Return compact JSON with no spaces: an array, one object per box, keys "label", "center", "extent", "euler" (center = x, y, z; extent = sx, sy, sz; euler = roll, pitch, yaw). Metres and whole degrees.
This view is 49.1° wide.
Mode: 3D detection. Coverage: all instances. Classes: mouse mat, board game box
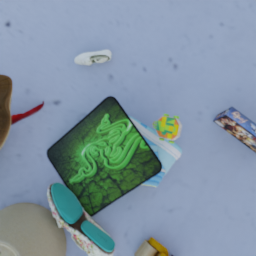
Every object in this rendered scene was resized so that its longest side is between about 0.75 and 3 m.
[{"label":"mouse mat","center":[-0.795,0.875,7.603],"extent":[2.938,0.111,2.364],"euler":[-38,83,24]},{"label":"board game box","center":[3.323,0.137,7.838],"extent":[1.732,1.173,0.300],"euler":[37,84,5]}]

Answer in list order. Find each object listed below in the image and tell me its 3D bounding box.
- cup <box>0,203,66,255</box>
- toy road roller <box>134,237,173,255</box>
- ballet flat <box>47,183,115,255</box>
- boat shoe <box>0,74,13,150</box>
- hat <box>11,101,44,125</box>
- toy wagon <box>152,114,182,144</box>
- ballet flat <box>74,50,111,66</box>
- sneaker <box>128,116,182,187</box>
[{"label":"cup","center":[-3.006,3.290,7.155],"extent":[2.479,1.773,2.479],"euler":[0,83,1]},{"label":"toy road roller","center":[0.840,3.699,7.502],"extent":[1.335,0.974,0.820],"euler":[38,85,4]},{"label":"ballet flat","center":[-1.457,2.692,7.726],"extent":[2.584,0.977,0.826],"euler":[46,118,9]},{"label":"boat shoe","center":[-3.229,-0.084,6.569],"extent":[0.987,0.984,2.735],"euler":[3,47,-17]},{"label":"hat","center":[-4.034,0.565,8.261],"extent":[2.623,2.309,2.173],"euler":[-17,82,36]},{"label":"toy wagon","center":[0.945,-0.006,7.145],"extent":[0.897,0.177,0.696],"euler":[15,97,41]},{"label":"ballet flat","center":[-1.047,-2.075,8.423],"extent":[1.147,0.398,0.398],"euler":[-13,83,-4]},{"label":"sneaker","center":[-0.044,0.686,7.824],"extent":[2.727,1.085,1.780],"euler":[29,83,4]}]
